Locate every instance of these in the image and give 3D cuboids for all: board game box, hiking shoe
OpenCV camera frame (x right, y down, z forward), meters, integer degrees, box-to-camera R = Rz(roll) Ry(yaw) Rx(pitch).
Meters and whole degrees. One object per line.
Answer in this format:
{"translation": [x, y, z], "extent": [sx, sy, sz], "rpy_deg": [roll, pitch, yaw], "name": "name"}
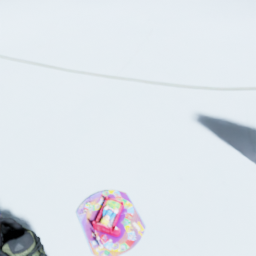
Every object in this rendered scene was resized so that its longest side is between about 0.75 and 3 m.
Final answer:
{"translation": [-0.457, 2.259, 7.110], "extent": [1.480, 0.365, 1.873], "rpy_deg": [-19, 45, -17], "name": "board game box"}
{"translation": [-2.045, 2.857, 5.646], "extent": [2.754, 1.386, 1.043], "rpy_deg": [30, 47, 31], "name": "hiking shoe"}
